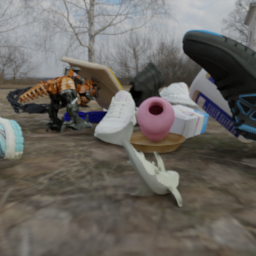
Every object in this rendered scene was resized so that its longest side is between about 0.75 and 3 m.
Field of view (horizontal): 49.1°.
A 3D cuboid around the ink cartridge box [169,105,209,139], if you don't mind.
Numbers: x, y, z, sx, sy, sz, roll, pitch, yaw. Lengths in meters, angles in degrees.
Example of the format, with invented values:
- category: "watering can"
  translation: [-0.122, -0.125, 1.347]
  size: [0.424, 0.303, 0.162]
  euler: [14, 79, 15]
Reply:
- category: "ink cartridge box"
  translation: [1.492, -0.192, 8.012]
  size: [1.041, 0.610, 1.441]
  euler: [24, 23, 34]

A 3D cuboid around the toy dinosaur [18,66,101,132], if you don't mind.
- category: "toy dinosaur"
  translation: [-1.879, -0.853, 8.189]
  size: [2.774, 1.883, 1.417]
  euler: [-8, 7, -33]

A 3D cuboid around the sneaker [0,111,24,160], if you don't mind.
- category: "sneaker"
  translation: [-2.615, -0.018, 4.782]
  size: [2.024, 0.786, 0.874]
  euler: [18, 13, 40]

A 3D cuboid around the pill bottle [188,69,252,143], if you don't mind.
- category: "pill bottle"
  translation: [2.494, -0.469, 5.866]
  size: [2.193, 1.313, 1.313]
  euler: [45, 29, 20]

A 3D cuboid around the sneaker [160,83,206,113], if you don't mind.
- category: "sneaker"
  translation: [2.017, -1.194, 10.902]
  size: [1.124, 1.434, 2.886]
  euler: [43, -16, -33]

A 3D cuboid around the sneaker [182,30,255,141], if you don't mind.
- category: "sneaker"
  translation: [1.900, -0.440, 4.341]
  size: [2.880, 1.180, 1.054]
  euler: [38, 24, 6]

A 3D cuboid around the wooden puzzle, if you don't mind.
- category: "wooden puzzle"
  translation: [-0.799, -1.364, 9.764]
  size: [2.665, 0.536, 2.881]
  euler: [26, -18, 49]

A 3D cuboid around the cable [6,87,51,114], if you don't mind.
- category: "cable"
  translation: [-3.115, -0.919, 9.233]
  size: [1.614, 0.410, 1.316]
  euler: [-20, 48, -40]

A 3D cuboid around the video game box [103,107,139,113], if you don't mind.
- category: "video game box"
  translation: [0.512, -1.109, 13.864]
  size: [2.634, 0.617, 2.400]
  euler: [7, 14, 34]

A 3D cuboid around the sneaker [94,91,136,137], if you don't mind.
- category: "sneaker"
  translation: [-0.354, -0.365, 7.671]
  size: [0.876, 1.165, 2.339]
  euler: [4, 19, 11]

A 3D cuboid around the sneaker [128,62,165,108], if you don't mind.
- category: "sneaker"
  translation: [0.567, -1.119, 10.104]
  size: [1.270, 2.798, 1.062]
  euler: [-33, 60, -12]

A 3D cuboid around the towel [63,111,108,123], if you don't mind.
- category: "towel"
  translation: [-1.521, -0.475, 10.690]
  size: [1.711, 0.424, 1.264]
  euler: [0, 11, 0]

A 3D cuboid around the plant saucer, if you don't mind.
- category: "plant saucer"
  translation: [0.611, 0.338, 6.491]
  size: [1.419, 0.251, 1.419]
  euler: [-1, 10, 0]

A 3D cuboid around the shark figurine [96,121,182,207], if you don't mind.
- category: "shark figurine"
  translation: [0.183, 0.629, 3.695]
  size: [0.601, 1.440, 0.860]
  euler: [-35, 33, 19]

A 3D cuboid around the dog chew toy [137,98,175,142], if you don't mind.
- category: "dog chew toy"
  translation: [0.633, -0.107, 6.455]
  size: [0.835, 0.835, 1.341]
  euler: [1, -27, 6]
